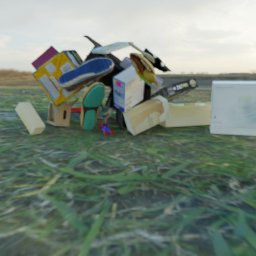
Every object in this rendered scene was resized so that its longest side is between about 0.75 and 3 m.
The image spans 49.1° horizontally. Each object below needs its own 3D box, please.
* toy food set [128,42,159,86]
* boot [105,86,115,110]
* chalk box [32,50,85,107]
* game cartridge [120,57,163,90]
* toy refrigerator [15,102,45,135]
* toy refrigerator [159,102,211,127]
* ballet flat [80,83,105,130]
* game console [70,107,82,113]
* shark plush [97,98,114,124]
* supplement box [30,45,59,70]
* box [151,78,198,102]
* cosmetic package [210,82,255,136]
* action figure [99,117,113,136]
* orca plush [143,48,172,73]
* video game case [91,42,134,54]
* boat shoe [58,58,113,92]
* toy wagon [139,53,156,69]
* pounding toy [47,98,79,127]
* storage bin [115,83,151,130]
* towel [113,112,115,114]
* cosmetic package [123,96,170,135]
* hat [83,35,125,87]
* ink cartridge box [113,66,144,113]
[{"bbox_3d":[0.404,-1.810,8.482,1.148,0.334,1.663,40,-7,21],"label":"toy food set"},{"bbox_3d":[0.335,-1.830,13.546,2.853,2.338,1.056,14,15,-8],"label":"boot"},{"bbox_3d":[-2.467,-2.125,11.518,1.574,1.585,2.540,-33,11,11],"label":"chalk box"},{"bbox_3d":[0.597,-2.218,11.279,1.725,0.511,2.661,38,13,-2],"label":"game cartridge"},{"bbox_3d":[-3.692,-0.356,10.539,1.259,0.441,0.478,53,30,16],"label":"toy refrigerator"},{"bbox_3d":[2.747,-0.639,12.264,2.764,0.967,1.049,-2,10,-12],"label":"toy refrigerator"},{"bbox_3d":[-1.423,-0.891,10.287,0.791,2.306,0.727,-3,48,-27],"label":"ballet flat"},{"bbox_3d":[-3.550,-1.083,16.620,1.670,0.259,1.477,-1,7,-5],"label":"game console"},{"bbox_3d":[-0.916,-0.679,11.015,0.562,0.613,1.349,37,-27,2],"label":"shark plush"},{"bbox_3d":[-3.368,-2.584,13.548,1.041,1.341,2.431,45,-6,25],"label":"supplement box"},{"bbox_3d":[1.735,-1.398,11.463,1.462,0.446,1.814,-19,-3,-25],"label":"box"},{"bbox_3d":[4.098,-0.766,10.507,1.906,1.912,1.175,2,11,15],"label":"cosmetic package"},{"bbox_3d":[-0.861,-0.091,10.641,0.389,0.590,1.191,0,8,-19],"label":"action figure"},{"bbox_3d":[1.043,-2.505,11.183,0.861,0.581,1.636,44,10,33],"label":"orca plush"},{"bbox_3d":[-0.503,-2.543,8.848,1.047,0.115,0.953,-26,28,-25],"label":"video game case"},{"bbox_3d":[-1.408,-1.832,9.841,1.975,0.714,0.715,-19,-32,2],"label":"boat shoe"},{"bbox_3d":[0.888,-2.908,11.991,1.090,0.216,0.846,41,36,12],"label":"toy wagon"},{"bbox_3d":[-2.786,-0.728,11.972,0.885,1.245,1.147,3,8,-34],"label":"pounding toy"},{"bbox_3d":[0.191,-0.925,11.494,1.246,1.842,0.864,-3,11,-19],"label":"storage bin"},{"bbox_3d":[-0.341,-0.835,15.548,0.862,0.101,0.658,-8,15,-37],"label":"towel"},{"bbox_3d":[0.688,-0.467,10.220,1.594,0.839,0.567,-27,33,-15],"label":"cosmetic package"},{"bbox_3d":[-0.906,-2.408,11.352,2.967,1.197,2.967,38,12,-9],"label":"hat"},{"bbox_3d":[0.020,-1.268,9.887,0.585,1.531,1.045,33,53,29],"label":"ink cartridge box"}]
